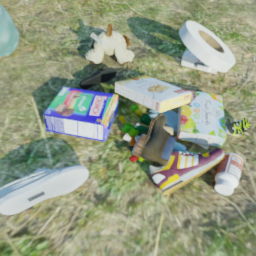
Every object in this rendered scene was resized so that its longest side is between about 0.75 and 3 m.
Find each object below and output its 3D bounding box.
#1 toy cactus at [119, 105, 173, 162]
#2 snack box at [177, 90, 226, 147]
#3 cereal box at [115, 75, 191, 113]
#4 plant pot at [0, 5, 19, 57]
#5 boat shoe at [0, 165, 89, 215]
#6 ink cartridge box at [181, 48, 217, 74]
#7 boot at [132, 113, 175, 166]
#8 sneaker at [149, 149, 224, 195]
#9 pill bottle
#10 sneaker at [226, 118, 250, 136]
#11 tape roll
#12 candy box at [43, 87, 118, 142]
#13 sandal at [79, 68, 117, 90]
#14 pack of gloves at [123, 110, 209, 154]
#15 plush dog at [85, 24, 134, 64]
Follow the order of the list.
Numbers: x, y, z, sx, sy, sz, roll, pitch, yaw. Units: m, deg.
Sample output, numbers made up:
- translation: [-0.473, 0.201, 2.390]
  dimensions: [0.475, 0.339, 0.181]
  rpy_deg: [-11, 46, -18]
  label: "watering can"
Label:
- translation: [0.688, 0.232, 10.578]
  dimensions: [1.972, 1.222, 2.390]
  rpy_deg: [2, 49, -14]
  label: "toy cactus"
- translation: [2.886, -0.449, 11.181]
  dimensions: [1.736, 0.647, 2.441]
  rpy_deg: [10, 47, 1]
  label: "snack box"
- translation: [0.964, -1.431, 11.221]
  dimensions: [1.841, 0.506, 2.559]
  rpy_deg: [-21, 36, -39]
  label: "cereal box"
- translation: [-6.665, -4.629, 13.688]
  dimensions: [2.893, 1.938, 2.893]
  rpy_deg: [-5, 78, 23]
  label: "plant pot"
- translation: [-2.795, 1.807, 9.211]
  dimensions: [2.931, 1.055, 0.963]
  rpy_deg: [-24, 47, -14]
  label: "boat shoe"
- translation: [3.652, -3.381, 13.871]
  dimensions: [1.777, 0.598, 1.041]
  rpy_deg: [19, 51, 15]
  label: "ink cartridge box"
- translation: [1.111, 0.396, 9.475]
  dimensions: [1.158, 0.893, 2.389]
  rpy_deg: [26, 42, 12]
  label: "boot"
- translation: [2.016, 1.144, 9.542]
  dimensions: [2.663, 0.998, 1.200]
  rpy_deg: [-26, 70, -17]
  label: "sneaker"
- translation: [3.402, 1.576, 9.538]
  dimensions: [0.758, 0.758, 1.351]
  rpy_deg: [20, 53, 17]
  label: "pill bottle"
- translation: [4.122, 0.038, 10.724]
  dimensions: [1.481, 0.566, 0.558]
  rpy_deg: [-14, 77, -42]
  label: "sneaker"
- translation: [3.606, -3.700, 12.696]
  dimensions: [2.928, 0.535, 2.928]
  rpy_deg: [23, 40, -21]
  label: "tape roll"
- translation: [-1.786, -0.604, 11.124]
  dimensions: [2.405, 0.926, 2.034]
  rpy_deg: [10, 40, 6]
  label: "candy box"
- translation: [-1.412, -2.373, 12.916]
  dimensions: [1.909, 0.718, 0.457]
  rpy_deg: [-25, 58, -20]
  label: "sandal"
- translation: [1.686, 0.169, 10.862]
  dimensions: [2.925, 0.577, 2.458]
  rpy_deg: [28, 56, 22]
  label: "pack of gloves"
- translation: [-0.940, -4.317, 14.122]
  dimensions: [2.402, 1.927, 2.063]
  rpy_deg: [-2, 26, -2]
  label: "plush dog"
